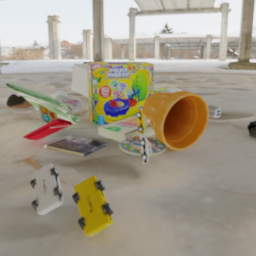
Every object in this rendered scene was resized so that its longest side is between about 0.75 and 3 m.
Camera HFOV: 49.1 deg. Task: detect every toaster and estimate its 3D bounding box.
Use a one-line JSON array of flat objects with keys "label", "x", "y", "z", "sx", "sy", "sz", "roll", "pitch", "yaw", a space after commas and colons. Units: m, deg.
[{"label": "toaster", "x": 4.021, "y": -0.759, "z": 13.351, "sx": 0.595, "sy": 0.523, "sz": 0.921, "roll": 14, "pitch": 19, "yaw": 36}]

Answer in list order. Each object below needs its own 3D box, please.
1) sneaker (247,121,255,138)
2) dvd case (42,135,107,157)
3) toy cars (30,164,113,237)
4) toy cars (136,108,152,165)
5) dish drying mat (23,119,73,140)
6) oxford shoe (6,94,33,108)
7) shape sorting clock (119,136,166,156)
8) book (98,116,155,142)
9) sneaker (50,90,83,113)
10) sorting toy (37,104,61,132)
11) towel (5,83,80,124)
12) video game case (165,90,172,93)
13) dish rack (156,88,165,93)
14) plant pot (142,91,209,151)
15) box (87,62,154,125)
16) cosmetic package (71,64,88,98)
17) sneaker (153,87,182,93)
[{"label": "sneaker", "x": 4.927, "y": -0.068, "z": 10.411, "sx": 0.881, "sy": 0.737, "sz": 1.942, "roll": 1, "pitch": 12, "yaw": 26}, {"label": "dvd case", "x": -1.712, "y": 0.551, "z": 9.093, "sx": 1.693, "sy": 0.135, "sz": 1.259, "roll": 8, "pitch": 17, "yaw": 29}, {"label": "toy cars", "x": -1.067, "y": 1.346, "z": 5.266, "sx": 2.262, "sy": 0.501, "sz": 1.014, "roll": 8, "pitch": 53, "yaw": 34}, {"label": "toy cars", "x": 0.448, "y": 0.167, "z": 7.399, "sx": 0.356, "sy": 0.721, "sz": 1.607, "roll": -7, "pitch": 58, "yaw": 2}, {"label": "dish drying mat", "x": -2.627, "y": 0.097, "z": 9.125, "sx": 1.733, "sy": 0.158, "sz": 0.666, "roll": -23, "pitch": -19, "yaw": 31}, {"label": "oxford shoe", "x": -6.159, "y": -1.418, "z": 15.907, "sx": 2.213, "sy": 0.789, "sz": 0.789, "roll": 9, "pitch": -13, "yaw": 38}, {"label": "shape sorting clock", "x": 0.463, "y": 0.542, "z": 8.820, "sx": 1.475, "sy": 0.289, "sz": 1.475, "roll": 0, "pitch": 15, "yaw": 0}, {"label": "book", "x": 0.231, "y": -0.013, "z": 10.583, "sx": 2.295, "sy": 0.551, "sz": 1.533, "roll": -18, "pitch": 22, "yaw": -40}, {"label": "sneaker", "x": -2.904, "y": -1.016, "z": 13.560, "sx": 0.871, "sy": 0.944, "sz": 2.141, "roll": -23, "pitch": -20, "yaw": 21}, {"label": "sorting toy", "x": -3.000, "y": -0.404, "z": 10.713, "sx": 0.987, "sy": 0.194, "sz": 1.066, "roll": 34, "pitch": 23, "yaw": -50}, {"label": "towel", "x": -3.132, "y": -0.844, "z": 10.813, "sx": 2.155, "sy": 0.331, "sz": 2.825, "roll": 20, "pitch": -9, "yaw": 7}, {"label": "video game case", "x": 2.223, "y": -1.592, "z": 13.645, "sx": 0.686, "sy": 0.172, "sz": 0.757, "roll": 27, "pitch": 7, "yaw": 24}, {"label": "dish rack", "x": 1.986, "y": -1.371, "z": 13.837, "sx": 1.481, "sy": 0.376, "sz": 1.726, "roll": 37, "pitch": 6, "yaw": 7}, {"label": "plant pot", "x": 1.361, "y": -0.417, "z": 9.071, "sx": 1.804, "sy": 1.804, "sz": 1.652, "roll": -8, "pitch": 23, "yaw": -28}, {"label": "box", "x": -0.393, "y": -1.596, "z": 12.380, "sx": 2.645, "sy": 2.548, "sz": 1.614, "roll": -4, "pitch": 18, "yaw": -12}, {"label": "cosmetic package", "x": -1.406, "y": -2.724, "z": 16.546, "sx": 2.744, "sy": 1.687, "sz": 2.735, "roll": 25, "pitch": 26, "yaw": 38}, {"label": "sneaker", "x": 2.152, "y": -2.142, "z": 17.758, "sx": 2.553, "sy": 0.967, "sz": 1.341, "roll": -3, "pitch": 14, "yaw": -7}]
